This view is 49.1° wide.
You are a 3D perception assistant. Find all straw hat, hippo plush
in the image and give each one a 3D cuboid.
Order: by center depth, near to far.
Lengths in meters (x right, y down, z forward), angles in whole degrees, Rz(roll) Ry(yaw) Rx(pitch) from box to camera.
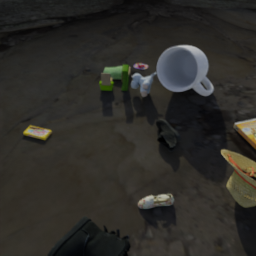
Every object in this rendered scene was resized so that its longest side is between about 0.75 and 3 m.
[{"bbox_3d":[3.611,1.770,8.391,2.573,1.089,2.573,26,16,-8],"label":"straw hat"},{"bbox_3d":[0.587,-2.156,13.210,0.984,1.223,0.974,24,22,11],"label":"hippo plush"}]

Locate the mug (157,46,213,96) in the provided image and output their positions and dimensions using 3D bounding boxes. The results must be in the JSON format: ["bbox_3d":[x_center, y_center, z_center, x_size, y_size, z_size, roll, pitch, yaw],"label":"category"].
[{"bbox_3d":[3.019,-2.643,13.442,2.750,2.031,2.411,51,35,9],"label":"mug"}]

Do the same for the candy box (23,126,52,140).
[{"bbox_3d":[-3.627,0.195,11.217,1.000,0.132,0.511,12,43,15],"label":"candy box"}]

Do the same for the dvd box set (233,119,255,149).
[{"bbox_3d":[5.104,0.240,11.059,1.135,0.228,1.551,-11,39,-14],"label":"dvd box set"}]

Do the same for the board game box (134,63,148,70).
[{"bbox_3d":[0.724,-3.536,15.800,0.813,0.158,0.642,21,44,23],"label":"board game box"}]

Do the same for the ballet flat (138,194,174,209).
[{"bbox_3d":[0.851,2.202,8.564,1.121,0.358,0.424,-7,40,-8],"label":"ballet flat"}]

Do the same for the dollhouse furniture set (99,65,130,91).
[{"bbox_3d":[-0.654,-2.923,14.286,1.438,1.101,2.194,2,39,3],"label":"dollhouse furniture set"}]

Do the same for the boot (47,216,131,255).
[{"bbox_3d":[-0.977,3.238,7.051,1.572,0.710,1.918,24,42,24],"label":"boot"}]

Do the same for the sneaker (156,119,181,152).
[{"bbox_3d":[1.401,0.255,10.860,0.834,0.480,1.600,-21,46,-30],"label":"sneaker"}]
